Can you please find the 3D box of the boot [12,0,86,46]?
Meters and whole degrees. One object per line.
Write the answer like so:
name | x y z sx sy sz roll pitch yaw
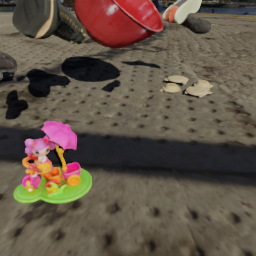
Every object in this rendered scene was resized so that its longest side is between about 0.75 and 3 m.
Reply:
boot | -1.524 -2.383 6.409 1.075 1.919 2.775 -40 44 16

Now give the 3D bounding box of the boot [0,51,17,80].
boot | -2.425 -1.562 4.796 0.545 1.370 1.574 -6 26 -4

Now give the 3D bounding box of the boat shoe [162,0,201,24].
boat shoe | 1.084 -2.366 5.470 0.337 0.384 1.078 20 54 36

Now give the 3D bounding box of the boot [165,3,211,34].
boot | 2.047 -3.762 9.570 1.485 0.514 1.293 30 12 24

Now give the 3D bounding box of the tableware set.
tableware set | 2.293 -1.628 10.909 2.077 0.241 1.735 15 32 26

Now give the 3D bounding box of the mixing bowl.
mixing bowl | -0.504 -3.406 8.167 2.825 1.530 2.825 32 37 -28

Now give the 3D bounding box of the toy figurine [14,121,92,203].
toy figurine | -1.488 0.560 5.308 1.525 1.404 1.145 -11 29 -19
